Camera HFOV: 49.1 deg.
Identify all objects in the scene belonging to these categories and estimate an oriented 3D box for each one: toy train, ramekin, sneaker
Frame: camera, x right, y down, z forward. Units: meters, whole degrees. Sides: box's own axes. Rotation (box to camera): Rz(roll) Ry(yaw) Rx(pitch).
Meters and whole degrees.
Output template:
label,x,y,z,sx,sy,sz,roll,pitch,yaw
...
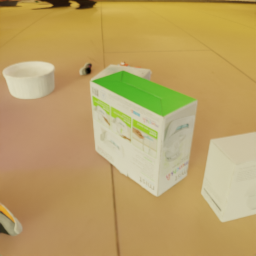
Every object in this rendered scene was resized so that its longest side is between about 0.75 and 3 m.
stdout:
label,x,y,z,sx,sy,sz,roll,pitch,yaw
toy train,0.173,-3.005,14.137,1.940,0.540,1.457,14,34,23
ramekin,-4.193,-2.065,12.108,2.098,1.023,2.098,0,32,0
sneaker,-2.035,-2.965,14.225,0.479,0.404,1.095,12,37,17
sneaker,-3.094,1.938,5.873,1.996,0.781,0.771,9,45,22

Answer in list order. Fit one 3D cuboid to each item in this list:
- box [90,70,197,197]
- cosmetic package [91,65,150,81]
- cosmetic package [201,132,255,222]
label,x,y,z,sx,sy,sz,roll,pitch,yaw
box,0.265,0.053,7.346,1.272,2.321,2.630,-26,39,-34
cosmetic package,-0.250,-1.685,11.383,1.845,1.138,1.851,11,34,18
cosmetic package,2.698,1.046,6.362,1.631,1.636,1.006,-8,32,-14
